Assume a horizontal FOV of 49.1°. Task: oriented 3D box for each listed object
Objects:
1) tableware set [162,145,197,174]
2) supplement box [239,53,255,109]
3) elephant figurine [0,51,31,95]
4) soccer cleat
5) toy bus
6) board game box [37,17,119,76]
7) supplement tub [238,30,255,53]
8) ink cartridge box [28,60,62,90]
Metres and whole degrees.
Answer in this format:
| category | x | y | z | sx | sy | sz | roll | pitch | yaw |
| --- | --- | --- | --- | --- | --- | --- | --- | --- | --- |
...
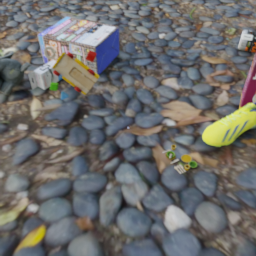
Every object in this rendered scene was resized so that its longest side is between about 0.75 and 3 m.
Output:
| category | x | y | z | sx | sy | sz | roll | pitch | yaw |
| --- | --- | --- | --- | --- | --- | --- | --- | --- | --- |
| tableware set | 1.554 | 0.893 | 8.389 | 0.686 | 0.156 | 1.019 | -19 | 46 | -20 |
| supplement box | 4.762 | -1.494 | 9.586 | 1.325 | 2.025 | 1.045 | 15 | 45 | 16 |
| elephant figurine | -4.910 | -2.340 | 11.090 | 1.675 | 1.528 | 2.159 | 16 | 20 | -25 |
| soccer cleat | 3.500 | -0.263 | 8.887 | 2.775 | 1.161 | 0.897 | -20 | 47 | -20 |
| toy bus | -1.373 | -1.442 | 7.088 | 1.225 | 1.298 | 0.671 | -6 | 19 | -5 |
| board game box | -2.089 | -3.671 | 12.415 | 2.778 | 1.345 | 2.215 | 17 | 46 | 18 |
| supplement tub | 6.017 | -3.992 | 13.082 | 1.499 | 0.918 | 0.918 | 16 | 45 | 17 |
| ink cartridge box | -3.246 | -2.046 | 11.114 | 0.440 | 0.753 | 1.298 | 26 | 50 | 25 |
